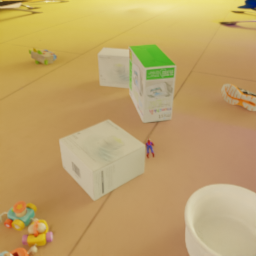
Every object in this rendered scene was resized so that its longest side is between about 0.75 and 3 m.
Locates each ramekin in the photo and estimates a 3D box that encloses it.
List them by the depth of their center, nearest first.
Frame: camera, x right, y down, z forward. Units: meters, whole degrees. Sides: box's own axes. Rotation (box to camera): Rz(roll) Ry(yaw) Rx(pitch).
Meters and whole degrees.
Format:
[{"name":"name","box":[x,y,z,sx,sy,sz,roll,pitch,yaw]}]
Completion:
[{"name":"ramekin","box":[2.262,2.353,6.215,2.098,1.023,2.098,0,33,0]}]

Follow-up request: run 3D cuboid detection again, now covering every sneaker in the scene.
[{"name":"sneaker","box":[4.941,-1.328,12.135,0.771,0.781,1.996,-14,41,-37]}]

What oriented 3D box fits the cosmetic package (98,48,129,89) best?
[{"name":"cosmetic package","box":[-0.525,-2.907,13.615,1.631,1.636,1.006,7,34,11]}]

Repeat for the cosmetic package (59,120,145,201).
[{"name":"cosmetic package","box":[-0.769,0.851,8.398,1.851,1.138,1.845,-23,40,-33]}]

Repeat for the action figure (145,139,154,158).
[{"name":"action figure","box":[0.722,0.650,9.435,0.314,0.248,0.961,-12,28,6]}]

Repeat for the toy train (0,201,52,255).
[{"name":"toy train","box":[-2.632,2.439,6.528,1.457,0.540,1.940,-20,39,-28]}]

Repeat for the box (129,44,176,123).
[{"name":"box","box":[0.906,-1.876,11.436,1.272,2.321,2.630,-7,35,-10]}]

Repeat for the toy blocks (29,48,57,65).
[{"name":"toy blocks","box":[-4.841,-4.203,16.481,1.699,0.849,1.161,28,32,31]}]
